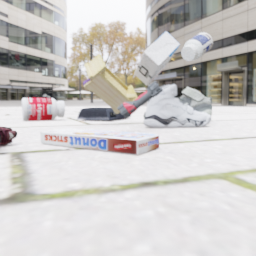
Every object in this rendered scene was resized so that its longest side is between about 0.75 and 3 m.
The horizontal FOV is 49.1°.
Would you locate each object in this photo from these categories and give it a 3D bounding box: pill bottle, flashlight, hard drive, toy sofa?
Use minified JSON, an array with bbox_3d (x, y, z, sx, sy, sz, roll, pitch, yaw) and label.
[{"bbox_3d":[-4.215,-0.919,13.916,1.979,1.111,1.111,-2,6,-24],"label":"pill bottle"},{"bbox_3d":[0.358,-0.884,8.681,1.449,0.491,0.492,-38,2,7],"label":"flashlight"},{"bbox_3d":[-1.186,-0.751,14.698,1.971,0.618,2.922,2,6,22],"label":"hard drive"},{"bbox_3d":[1.712,-2.015,7.040,0.508,0.508,0.916,5,34,41],"label":"pill bottle"},{"bbox_3d":[-0.765,-1.691,11.230,1.160,0.984,2.376,-37,-45,15],"label":"toy sofa"}]

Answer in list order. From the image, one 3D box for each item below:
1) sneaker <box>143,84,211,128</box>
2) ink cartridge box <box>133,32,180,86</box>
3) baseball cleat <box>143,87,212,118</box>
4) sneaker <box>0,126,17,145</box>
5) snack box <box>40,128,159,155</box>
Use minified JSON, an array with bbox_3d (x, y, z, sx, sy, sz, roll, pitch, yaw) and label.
[{"bbox_3d":[1.869,-0.803,10.343,2.698,1.551,1.014,-2,6,-16],"label":"sneaker"},{"bbox_3d":[0.994,-2.474,10.644,1.256,0.723,2.168,-47,-3,-17],"label":"ink cartridge box"},{"bbox_3d":[2.100,-0.962,12.030,2.921,1.554,1.018,-1,9,1],"label":"baseball cleat"},{"bbox_3d":[-2.644,0.134,5.715,0.927,0.607,1.605,-1,4,-43],"label":"sneaker"},{"bbox_3d":[-0.664,0.241,5.967,2.530,0.308,0.909,3,6,32],"label":"snack box"}]
